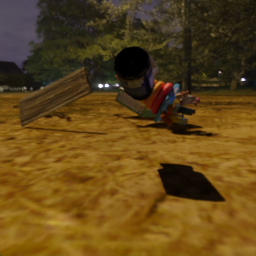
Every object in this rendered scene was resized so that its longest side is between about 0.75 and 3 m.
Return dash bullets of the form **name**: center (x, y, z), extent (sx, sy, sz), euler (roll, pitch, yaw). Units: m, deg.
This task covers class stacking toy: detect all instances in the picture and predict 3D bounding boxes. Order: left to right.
- **stacking toy**: center (0.649, -1.600, 11.453), extent (2.616, 1.436, 1.518), euler (32, 47, 8)

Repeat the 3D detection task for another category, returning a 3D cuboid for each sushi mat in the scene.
- **sushi mat**: center (-2.716, -1.138, 10.227), extent (2.961, 1.417, 0.179), euler (-24, -35, 11)

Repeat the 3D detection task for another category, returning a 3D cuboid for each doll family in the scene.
- **doll family**: center (1.712, -0.531, 9.705), extent (1.030, 0.748, 1.660), euler (10, -34, -18)

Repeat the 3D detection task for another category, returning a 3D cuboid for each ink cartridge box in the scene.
- **ink cartridge box**: center (0.774, -1.094, 13.332), extent (2.611, 0.774, 1.355), euler (32, 24, 35)

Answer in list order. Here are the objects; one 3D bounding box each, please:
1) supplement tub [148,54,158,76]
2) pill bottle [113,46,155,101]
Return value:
- **supplement tub**: center (0.753, -2.380, 10.709), extent (0.559, 0.768, 0.559), euler (-30, 31, 20)
- **pill bottle**: center (0.171, -1.051, 5.808), extent (0.720, 0.720, 1.287), euler (2, -17, 11)
